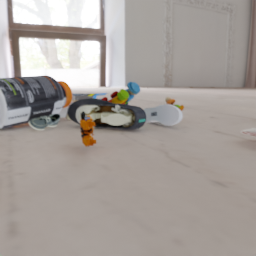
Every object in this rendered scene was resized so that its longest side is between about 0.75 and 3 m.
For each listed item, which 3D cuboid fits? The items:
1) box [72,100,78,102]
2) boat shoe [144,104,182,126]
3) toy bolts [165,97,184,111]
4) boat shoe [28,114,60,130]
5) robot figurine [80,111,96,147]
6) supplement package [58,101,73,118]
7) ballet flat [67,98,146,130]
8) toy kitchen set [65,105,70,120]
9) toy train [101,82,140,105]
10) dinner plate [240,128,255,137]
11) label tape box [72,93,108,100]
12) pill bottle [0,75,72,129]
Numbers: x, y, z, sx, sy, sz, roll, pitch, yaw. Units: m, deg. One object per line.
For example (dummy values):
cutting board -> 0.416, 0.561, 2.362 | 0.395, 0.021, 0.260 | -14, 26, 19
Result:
box -> -2.221, -0.921, 12.444 | 1.512, 0.588, 0.718 | -1, 10, -6
boat shoe -> 1.231, -0.398, 9.388 | 0.646, 0.684, 1.907 | 3, -2, -32
toy bolts -> 1.533, -0.730, 10.285 | 0.811, 0.849, 0.589 | -11, 59, -53
boat shoe -> -2.598, -0.240, 8.810 | 0.467, 0.396, 1.283 | 46, 20, 11
robot figurine -> -0.912, 0.047, 6.279 | 0.317, 0.789, 1.088 | -5, 10, -10
supplement package -> -2.842, -0.768, 11.499 | 1.083, 0.633, 0.635 | -5, 11, -24
ballet flat -> -0.826, -0.394, 8.744 | 2.766, 1.011, 1.011 | 6, 12, 17
toy kitchen set -> -2.065, -0.524, 10.998 | 0.906, 0.534, 0.726 | 17, -2, -36
toy train -> -0.447, -0.897, 9.841 | 1.198, 0.877, 2.071 | -39, -1, 40
dinner plate -> 3.401, 0.164, 6.668 | 1.349, 0.163, 1.349 | 12, 0, 0
label tape box -> -2.335, -1.267, 13.712 | 2.559, 0.810, 1.845 | 0, 10, 1
pill bottle -> -3.333, -0.996, 9.646 | 1.577, 1.577, 2.969 | 7, 16, 34
